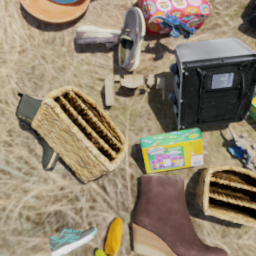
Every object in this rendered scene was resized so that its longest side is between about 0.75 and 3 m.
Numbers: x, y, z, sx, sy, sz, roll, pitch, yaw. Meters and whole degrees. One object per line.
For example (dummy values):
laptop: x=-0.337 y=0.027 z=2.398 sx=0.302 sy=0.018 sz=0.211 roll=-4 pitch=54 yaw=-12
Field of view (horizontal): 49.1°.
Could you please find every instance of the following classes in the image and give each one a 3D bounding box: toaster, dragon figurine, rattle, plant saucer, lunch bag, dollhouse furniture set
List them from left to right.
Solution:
plant saucer: x=-2.897 y=-5.284 z=11.107 sx=2.767 sy=0.518 sz=2.767 roll=3 pitch=75 yaw=-10
rattle: x=-1.529 y=3.768 z=8.132 sx=2.738 sy=1.783 sz=1.956 roll=0 pitch=86 yaw=-1
dollhouse furniture set: x=0.268 y=-1.390 z=10.102 sx=2.044 sy=1.060 sz=0.905 roll=0 pitch=109 yaw=5
lunch bag: x=1.678 y=-4.884 z=10.766 sx=2.586 sy=1.059 sz=2.278 roll=-12 pitch=77 yaw=-12
dragon figurine: x=1.568 y=-3.414 z=9.401 sx=1.919 sy=0.565 sz=0.954 roll=-14 pitch=60 yaw=-50
toaster: x=2.744 y=-1.419 z=9.003 sx=2.765 sy=2.500 sz=1.641 roll=-7 pitch=40 yaw=-1
dragon figurine: x=3.854 y=0.675 z=9.594 sx=0.566 sy=0.956 sz=1.923 roll=-32 pitch=65 yaw=-18

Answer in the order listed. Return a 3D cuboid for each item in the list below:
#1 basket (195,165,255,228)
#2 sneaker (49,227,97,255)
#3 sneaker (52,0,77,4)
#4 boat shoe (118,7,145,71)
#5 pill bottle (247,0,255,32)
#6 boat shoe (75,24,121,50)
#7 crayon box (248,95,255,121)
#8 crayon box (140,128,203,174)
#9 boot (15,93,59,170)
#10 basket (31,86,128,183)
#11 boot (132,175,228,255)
basket: x=3.342 y=1.993 z=8.606 sx=2.164 sy=1.612 sz=1.545 roll=15 pitch=89 yaw=5
sneaker: x=-1.794 y=3.466 z=8.883 sx=1.611 sy=0.625 sz=0.735 roll=-25 pitch=72 yaw=-8
sneaker: x=-1.933 y=-5.806 z=10.793 sx=2.729 sy=1.044 sz=1.102 roll=-26 pitch=53 yaw=8
boat shoe: x=0.051 y=-3.134 z=9.857 sx=0.794 sy=0.715 sz=2.208 roll=12 pitch=101 yaw=30
pill bottle: x=5.589 y=-4.870 z=10.759 sx=1.306 sy=1.306 sz=2.336 roll=31 pitch=80 yaw=8
boat shoe: x=-0.755 y=-3.406 z=10.642 sx=2.523 sy=0.907 sz=0.817 roll=1 pitch=111 yaw=-16
crayon box: x=5.420 y=-0.372 z=9.740 sx=1.435 sy=0.704 sz=2.416 roll=-39 pitch=83 yaw=-7
crayon box: x=1.434 y=0.768 z=9.162 sx=1.945 sy=1.155 sz=0.567 roll=-9 pitch=36 yaw=4
boot: x=-3.058 y=0.108 z=9.266 sx=1.641 sy=0.919 sz=2.372 roll=17 pitch=60 yaw=-32
basket: x=-1.224 y=-0.008 z=8.640 sx=2.776 sy=2.068 sz=1.981 roll=48 pitch=54 yaw=-3
boot: x=1.606 y=2.769 z=8.587 sx=2.988 sy=1.081 sz=2.485 roll=5 pitch=75 yaw=16
